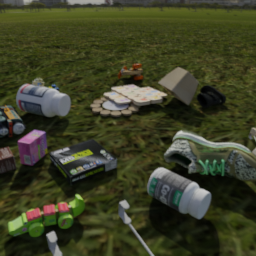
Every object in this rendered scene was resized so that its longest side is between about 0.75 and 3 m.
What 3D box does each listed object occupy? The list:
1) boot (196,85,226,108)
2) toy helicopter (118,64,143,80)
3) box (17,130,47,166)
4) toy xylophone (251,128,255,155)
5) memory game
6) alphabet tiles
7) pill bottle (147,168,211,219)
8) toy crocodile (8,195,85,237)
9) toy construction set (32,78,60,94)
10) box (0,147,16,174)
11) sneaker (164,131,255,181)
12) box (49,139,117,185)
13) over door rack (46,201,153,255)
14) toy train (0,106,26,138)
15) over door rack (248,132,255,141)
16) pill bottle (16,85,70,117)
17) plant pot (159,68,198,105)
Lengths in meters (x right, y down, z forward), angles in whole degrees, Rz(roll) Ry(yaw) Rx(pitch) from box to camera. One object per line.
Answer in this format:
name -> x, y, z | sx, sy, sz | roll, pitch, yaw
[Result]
boot -> 3.675, -1.518, 13.302 | 1.220, 0.614, 1.632 | -13, 30, -23
toy helicopter -> 0.172, -3.411, 17.053 | 1.468, 0.875, 2.219 | -6, 16, 8
box -> -3.024, 0.627, 8.925 | 0.432, 0.785, 0.893 | 9, 25, 14
toy xylophone -> 4.946, 0.822, 8.399 | 2.911, 0.731, 2.131 | -1, 37, -4
memory game -> -0.575, -0.996, 12.813 | 2.300, 0.147, 2.300 | 0, 27, 0
alphabet tiles -> 0.355, -1.654, 13.772 | 2.778, 0.207, 2.840 | -11, 25, -28
pill bottle -> 1.262, 1.625, 7.001 | 1.432, 0.810, 0.810 | 21, 34, 36
toy crocodile -> -1.862, 2.040, 6.491 | 1.745, 0.539, 0.589 | -11, 29, -19
toy construction set -> -3.985, -1.737, 13.619 | 1.198, 0.841, 1.826 | -14, 41, -24
box -> -4.161, 1.101, 8.359 | 1.390, 0.521, 0.696 | -15, 31, -30
sneaker -> 2.296, 1.056, 8.087 | 2.930, 1.127, 1.298 | 16, 41, 40
box -> -1.399, 0.994, 8.700 | 1.592, 0.378, 1.537 | -17, 34, -31
over door rack -> -0.217, 2.624, 4.921 | 1.669, 0.752, 2.259 | -17, 53, -29
toy train -> -4.732, -0.284, 10.751 | 1.169, 0.874, 2.051 | -8, 27, -35
over door rack -> 4.955, 0.486, 9.547 | 1.142, 0.515, 1.545 | 2, 27, 2
pill bottle -> -3.542, -1.104, 11.856 | 2.020, 1.208, 1.208 | 13, 30, 19
plant pot -> 2.471, -2.035, 13.106 | 1.310, 1.160, 1.309 | 34, 7, -35
